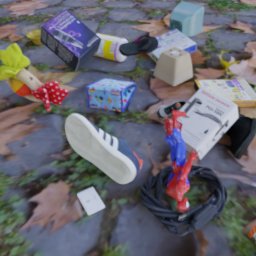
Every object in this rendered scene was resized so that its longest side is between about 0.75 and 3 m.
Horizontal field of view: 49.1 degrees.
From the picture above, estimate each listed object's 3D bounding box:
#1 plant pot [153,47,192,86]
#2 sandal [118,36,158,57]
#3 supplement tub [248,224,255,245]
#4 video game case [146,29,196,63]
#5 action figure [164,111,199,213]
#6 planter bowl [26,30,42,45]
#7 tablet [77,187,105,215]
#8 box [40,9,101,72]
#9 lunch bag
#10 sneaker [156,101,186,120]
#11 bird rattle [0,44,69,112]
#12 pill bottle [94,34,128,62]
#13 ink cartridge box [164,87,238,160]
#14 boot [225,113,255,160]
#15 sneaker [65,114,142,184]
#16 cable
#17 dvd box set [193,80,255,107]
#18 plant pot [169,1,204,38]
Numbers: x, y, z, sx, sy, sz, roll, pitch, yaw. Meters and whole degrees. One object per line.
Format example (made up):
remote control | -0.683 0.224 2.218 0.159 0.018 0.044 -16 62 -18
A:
plant pot | 2.183 -2.995 13.255 1.399 1.238 1.397 -28 48 -30
sandal | 0.617 -3.905 13.138 2.286 0.547 0.859 -26 70 -31
supplement tub | 3.625 2.818 6.865 0.703 0.703 1.148 -32 50 -32
video game case | 2.167 -4.345 15.041 2.218 0.504 2.010 -24 48 -9
action figure | 1.454 0.931 7.919 0.734 0.929 2.840 13 62 -18
planter bowl | -5.205 -5.243 16.414 1.322 0.551 1.322 0 40 0
tablet | -1.093 2.123 8.177 0.538 0.056 0.826 -22 45 -23
box | -2.746 -4.185 13.399 2.319 1.210 1.716 39 62 -2
lunch bag | -0.634 -1.655 12.016 1.581 0.988 2.100 9 33 17
sneaker | 1.698 -0.769 11.022 1.405 0.557 0.519 -25 85 -26
bird rattle | -3.965 -1.815 11.185 2.414 2.961 1.668 -4 58 57
pill bottle | -1.192 -4.294 14.818 2.256 1.176 1.176 19 44 21
ink cartridge box | 2.510 -0.205 9.644 2.071 0.858 1.520 -47 53 -8
boot | 3.483 0.043 9.905 1.799 0.905 2.406 27 36 18
sneaker | -0.761 0.568 9.036 2.906 1.089 1.228 42 28 14
cable | 1.622 1.888 8.100 2.616 0.664 2.134 -27 39 -35
dvd box set | 4.211 -1.511 12.104 2.376 0.349 1.738 -2 40 -6
plant pot | 3.383 -6.440 17.076 1.655 1.660 1.690 32 58 32
